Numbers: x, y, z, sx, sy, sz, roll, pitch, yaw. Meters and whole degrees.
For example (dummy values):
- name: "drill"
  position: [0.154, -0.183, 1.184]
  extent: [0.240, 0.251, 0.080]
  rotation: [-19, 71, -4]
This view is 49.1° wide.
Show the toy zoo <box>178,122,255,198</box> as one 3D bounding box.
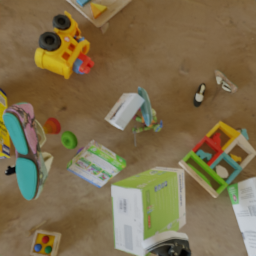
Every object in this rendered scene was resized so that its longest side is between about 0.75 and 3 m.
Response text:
- name: "toy zoo"
  position: [3.333, 0.952, 10.032]
  extent: [2.630, 0.269, 1.726]
  rotation: [-43, 76, -13]

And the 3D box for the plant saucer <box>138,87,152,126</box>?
- name: "plant saucer"
  position: [0.530, -0.659, 8.520]
  extent: [0.166, 1.215, 1.215]
  rotation: [-13, 72, -5]

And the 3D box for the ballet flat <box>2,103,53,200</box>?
- name: "ballet flat"
  position: [-2.757, 0.671, 8.088]
  extent: [1.018, 2.946, 1.048]
  rotation: [9, 26, 29]

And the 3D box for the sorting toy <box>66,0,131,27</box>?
- name: "sorting toy"
  position: [-0.963, -5.974, 12.304]
  extent: [2.203, 0.439, 2.980]
  rotation: [42, 77, 13]

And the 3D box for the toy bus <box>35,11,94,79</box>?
- name: "toy bus"
  position: [-2.228, -3.035, 10.873]
  extent: [2.111, 1.492, 2.199]
  rotation: [27, 70, -5]

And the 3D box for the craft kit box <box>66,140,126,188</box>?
- name: "craft kit box"
  position: [-1.024, 1.200, 9.033]
  extent: [1.382, 1.365, 0.335]
  rotation: [36, 31, -25]

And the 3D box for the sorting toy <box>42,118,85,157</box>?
- name: "sorting toy"
  position: [-2.259, 0.439, 9.485]
  extent: [1.938, 0.672, 0.667]
  rotation: [39, 33, 10]

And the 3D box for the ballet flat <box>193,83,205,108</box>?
- name: "ballet flat"
  position: [2.747, -1.289, 10.757]
  extent: [0.346, 0.348, 1.017]
  rotation: [17, 73, 4]

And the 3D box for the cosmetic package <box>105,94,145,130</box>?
- name: "cosmetic package"
  position: [-0.149, -0.553, 8.799]
  extent: [0.378, 1.463, 1.103]
  rotation: [40, 84, -17]

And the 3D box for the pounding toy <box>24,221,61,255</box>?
- name: "pounding toy"
  position: [-2.829, 3.525, 9.012]
  extent: [1.185, 0.542, 1.041]
  rotation: [9, 72, 3]

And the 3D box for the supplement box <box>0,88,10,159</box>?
- name: "supplement box"
  position: [-5.166, -0.217, 9.809]
  extent: [1.425, 1.434, 2.619]
  rotation: [-11, 72, -4]

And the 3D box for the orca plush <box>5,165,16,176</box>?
- name: "orca plush"
  position: [-3.884, 1.502, 9.660]
  extent: [0.839, 0.442, 0.298]
  rotation: [-13, 43, -2]

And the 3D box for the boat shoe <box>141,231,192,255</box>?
- name: "boat shoe"
  position: [1.065, 2.977, 6.996]
  extent: [0.685, 1.995, 0.565]
  rotation: [-37, 54, 21]

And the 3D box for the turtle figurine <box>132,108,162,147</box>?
- name: "turtle figurine"
  position: [0.455, -0.341, 9.984]
  extent: [1.433, 1.031, 1.389]
  rotation: [-27, 57, -33]

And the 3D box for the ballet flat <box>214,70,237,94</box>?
- name: "ballet flat"
  position: [3.732, -1.778, 10.916]
  extent: [0.388, 0.392, 1.153]
  rotation: [-43, 75, -8]

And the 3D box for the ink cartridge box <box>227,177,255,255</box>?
- name: "ink cartridge box"
  position: [4.281, 2.936, 8.399]
  extent: [1.210, 2.101, 2.879]
  rotation: [-11, 73, -5]

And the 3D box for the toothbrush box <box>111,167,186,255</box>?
- name: "toothbrush box"
  position: [0.690, 2.261, 8.110]
  extent: [1.057, 2.455, 1.787]
  rotation: [0, 95, 37]
